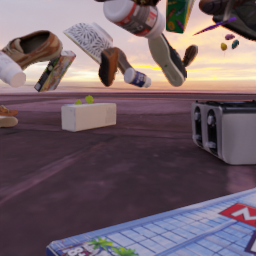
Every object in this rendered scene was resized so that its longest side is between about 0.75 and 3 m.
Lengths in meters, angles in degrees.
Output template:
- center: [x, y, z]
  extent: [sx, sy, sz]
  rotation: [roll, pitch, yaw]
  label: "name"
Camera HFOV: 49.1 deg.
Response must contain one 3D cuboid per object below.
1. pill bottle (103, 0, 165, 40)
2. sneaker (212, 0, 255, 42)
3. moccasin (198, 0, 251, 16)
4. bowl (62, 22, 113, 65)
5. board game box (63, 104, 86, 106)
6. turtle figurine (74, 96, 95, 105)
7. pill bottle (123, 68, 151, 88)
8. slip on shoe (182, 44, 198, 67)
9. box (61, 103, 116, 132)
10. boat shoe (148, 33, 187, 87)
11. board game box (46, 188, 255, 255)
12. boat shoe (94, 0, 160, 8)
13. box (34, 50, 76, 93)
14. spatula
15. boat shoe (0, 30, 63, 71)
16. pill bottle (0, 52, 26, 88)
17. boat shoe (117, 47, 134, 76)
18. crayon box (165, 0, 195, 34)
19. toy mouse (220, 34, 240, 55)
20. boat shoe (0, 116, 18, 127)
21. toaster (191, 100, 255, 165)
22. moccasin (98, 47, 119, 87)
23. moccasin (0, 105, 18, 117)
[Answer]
- center: [0.301, -3.990, 9.866]
  extent: [1.296, 1.296, 2.236]
  rotation: [7, 0, 39]
  label: "pill bottle"
- center: [4.151, -3.706, 9.245]
  extent: [2.533, 1.451, 0.968]
  rotation: [21, 14, -15]
  label: "sneaker"
- center: [2.654, -3.581, 7.337]
  extent: [2.121, 0.819, 0.776]
  rotation: [-31, -8, -16]
  label: "moccasin"
- center: [-1.398, -3.601, 11.761]
  extent: [2.510, 1.178, 2.510]
  rotation: [41, 5, -5]
  label: "bowl"
- center: [-2.510, -0.953, 13.734]
  extent: [1.159, 0.358, 1.160]
  rotation: [-4, 10, -21]
  label: "board game box"
- center: [-1.358, -0.570, 10.017]
  extent: [1.661, 0.535, 1.339]
  rotation: [-9, -26, 17]
  label: "turtle figurine"
- center: [0.326, -1.571, 9.013]
  extent: [0.867, 0.481, 0.481]
  rotation: [12, 0, -38]
  label: "pill bottle"
- center: [2.536, -2.924, 11.194]
  extent: [0.387, 0.485, 1.276]
  rotation: [-34, -17, -19]
  label: "slip on shoe"
- center: [-1.201, -0.384, 8.944]
  extent: [0.632, 0.760, 1.849]
  rotation: [8, 11, 38]
  label: "box"
- center: [1.630, -2.923, 11.462]
  extent: [0.903, 2.514, 0.850]
  rotation: [-13, 26, 50]
  label: "boat shoe"
- center: [1.015, 0.873, 1.361]
  extent: [2.042, 0.630, 2.043]
  rotation: [-9, 13, -41]
  label: "board game box"
- center: [0.433, -3.007, 5.748]
  extent: [2.813, 0.989, 0.990]
  rotation: [-5, 18, 31]
  label: "boat shoe"
- center: [-2.581, -2.006, 9.933]
  extent: [0.289, 1.665, 0.916]
  rotation: [44, 26, 7]
  label: "box"
- center: [2.119, -2.514, 5.527]
  extent: [0.828, 0.301, 2.930]
  rotation: [-22, -7, -13]
  label: "spatula"
- center: [-2.864, -2.004, 7.342]
  extent: [2.213, 0.838, 0.794]
  rotation: [-25, -16, -4]
  label: "boat shoe"
- center: [-2.487, -1.187, 5.739]
  extent: [0.791, 0.448, 0.448]
  rotation: [38, 25, 20]
  label: "pill bottle"
- center: [-0.320, -2.900, 12.631]
  extent: [0.598, 1.579, 0.567]
  rotation: [-33, 3, -41]
  label: "boat shoe"
- center: [1.465, -3.542, 7.412]
  extent: [0.523, 1.795, 1.066]
  rotation: [14, -24, 13]
  label: "crayon box"
- center: [3.794, -3.219, 10.319]
  extent: [0.852, 0.958, 0.185]
  rotation: [-23, -31, 27]
  label: "toy mouse"
- center: [-4.093, -0.197, 8.995]
  extent: [1.113, 0.400, 0.361]
  rotation: [-2, -2, -1]
  label: "boat shoe"
- center: [2.264, -0.006, 5.519]
  extent: [1.795, 1.065, 1.623]
  rotation: [-1, 9, -6]
  label: "toaster"
- center: [-0.578, -1.891, 8.794]
  extent: [0.650, 1.685, 0.616]
  rotation: [-34, 67, -23]
  label: "moccasin"
- center: [-5.144, -0.648, 11.320]
  extent: [1.323, 0.511, 0.484]
  rotation: [-6, 11, -35]
  label: "moccasin"
